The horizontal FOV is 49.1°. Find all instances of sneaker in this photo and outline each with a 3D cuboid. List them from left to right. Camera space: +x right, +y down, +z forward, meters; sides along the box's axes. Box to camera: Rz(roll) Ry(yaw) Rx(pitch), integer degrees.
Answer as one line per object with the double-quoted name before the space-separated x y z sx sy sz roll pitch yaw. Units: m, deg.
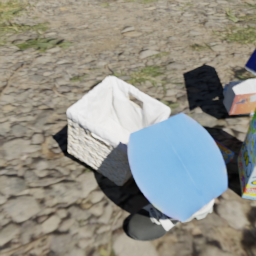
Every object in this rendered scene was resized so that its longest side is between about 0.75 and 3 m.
"sneaker" 1.063 1.907 6.846 2.384 1.055 0.883 -18 46 -19

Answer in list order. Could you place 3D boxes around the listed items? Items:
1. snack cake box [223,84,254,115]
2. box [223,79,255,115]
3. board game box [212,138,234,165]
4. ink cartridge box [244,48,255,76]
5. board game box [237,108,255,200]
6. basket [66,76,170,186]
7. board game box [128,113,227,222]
"snack cake box" 4.306 -1.127 10.900 0.852 0.498 1.482 1 40 3
"box" 4.114 -1.073 9.697 1.299 0.989 0.691 -6 49 -3
"board game box" 2.504 0.804 8.708 1.070 0.305 1.093 -24 46 -29
"ink cartridge box" 4.569 -2.955 8.602 0.652 2.742 2.775 35 20 17
"board game box" 3.909 0.464 7.094 1.505 2.870 1.478 7 42 9
"basket" -0.323 0.047 8.175 2.200 1.786 2.220 31 48 13
"board game box" 1.132 0.907 6.706 2.770 0.539 2.189 -21 75 -36
